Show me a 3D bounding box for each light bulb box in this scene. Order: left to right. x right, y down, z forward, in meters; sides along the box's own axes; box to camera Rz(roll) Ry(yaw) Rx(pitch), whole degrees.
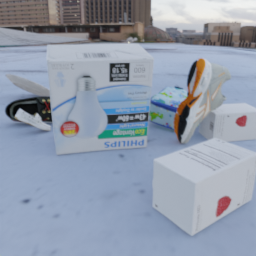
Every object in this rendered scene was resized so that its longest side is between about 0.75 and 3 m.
[{"bbox_3d":[-0.886,-0.907,8.425,2.828,2.853,1.780,-5,30,-11],"label":"light bulb box"}]

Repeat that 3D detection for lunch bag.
[{"bbox_3d":[1.973,-0.761,10.741,1.979,1.015,2.462,22,28,22],"label":"lunch bag"}]

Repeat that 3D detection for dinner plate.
[{"bbox_3d":[-4.897,-2.014,13.859,2.389,0.290,2.389,20,-9,3],"label":"dinner plate"}]

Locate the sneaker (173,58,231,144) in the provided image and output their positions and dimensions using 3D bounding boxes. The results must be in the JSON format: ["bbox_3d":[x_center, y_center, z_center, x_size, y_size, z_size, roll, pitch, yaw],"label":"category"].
[{"bbox_3d":[2.273,-0.644,8.452,1.245,2.706,1.024,8,29,-14],"label":"sneaker"}]

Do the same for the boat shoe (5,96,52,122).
[{"bbox_3d":[-3.171,-0.685,10.491,2.701,0.988,0.846,-6,-1,-3],"label":"boat shoe"}]

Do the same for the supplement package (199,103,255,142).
[{"bbox_3d":[3.392,-0.190,9.377,1.682,1.020,1.008,-4,21,-11],"label":"supplement package"}]

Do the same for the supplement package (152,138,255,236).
[{"bbox_3d":[1.575,1.096,5.769,1.908,1.157,1.142,-15,25,-33],"label":"supplement package"}]

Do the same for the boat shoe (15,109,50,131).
[{"bbox_3d":[-3.224,-0.280,9.718,1.288,0.446,0.456,26,-2,-34],"label":"boat shoe"}]
